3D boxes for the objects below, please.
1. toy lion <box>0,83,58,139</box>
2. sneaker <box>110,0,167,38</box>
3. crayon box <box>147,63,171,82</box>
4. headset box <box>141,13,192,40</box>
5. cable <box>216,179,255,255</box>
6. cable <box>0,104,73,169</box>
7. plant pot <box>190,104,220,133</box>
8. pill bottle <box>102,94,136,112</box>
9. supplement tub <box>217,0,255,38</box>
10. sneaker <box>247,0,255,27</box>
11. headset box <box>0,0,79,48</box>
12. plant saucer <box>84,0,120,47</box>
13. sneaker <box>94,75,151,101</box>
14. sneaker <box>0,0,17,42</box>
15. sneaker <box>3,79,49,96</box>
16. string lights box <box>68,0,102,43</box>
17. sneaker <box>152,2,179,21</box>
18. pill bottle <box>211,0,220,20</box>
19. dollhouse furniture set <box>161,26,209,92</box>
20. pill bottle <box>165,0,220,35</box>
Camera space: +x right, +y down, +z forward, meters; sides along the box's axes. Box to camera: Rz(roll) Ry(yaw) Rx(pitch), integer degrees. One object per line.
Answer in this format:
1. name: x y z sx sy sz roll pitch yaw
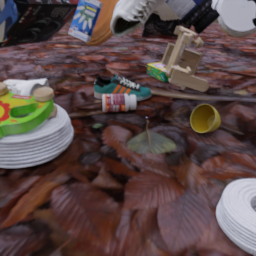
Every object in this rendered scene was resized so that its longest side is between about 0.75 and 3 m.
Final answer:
1. toy lion: -3.271 -0.308 7.173 2.269 0.779 2.175 7 37 12
2. sneaker: 0.255 -2.077 4.783 0.668 0.648 1.829 17 -14 -22
3. crayon box: 1.942 -2.995 14.917 1.156 0.567 1.946 -11 28 -22
4. headset box: 1.696 -4.781 11.702 2.032 1.055 2.731 1 -17 -6
5. cable: 2.552 1.622 5.128 1.788 0.619 1.787 13 28 26
6. cable: -2.947 0.086 7.970 2.747 0.951 2.746 15 29 29
7. plant pot: 2.554 -0.235 8.923 0.656 0.924 0.924 15 12 -39
8. pill bottle: -0.339 -0.934 10.455 1.225 0.671 0.671 -3 26 -5
9. supplement tub: 3.217 -3.254 7.885 1.352 1.352 1.859 8 17 17
10. sneaker: 3.111 -2.306 5.857 0.831 1.671 0.581 -34 3 45
11. headset box: -2.750 -3.463 8.396 1.934 1.003 2.598 -31 3 34
12. plant saucer: -1.005 -4.351 10.686 0.473 2.529 2.529 26 3 -43
13. sneaker: -0.247 -1.696 11.700 2.449 0.978 0.874 3 26 6
14. sneaker: -3.017 -2.936 6.449 0.786 2.126 0.874 45 30 26
15. sneaker: -4.142 -1.257 10.836 1.716 1.094 2.969 -4 16 -5
16. string lights box: -0.958 -2.440 6.287 0.460 0.895 0.264 24 14 2
17. sneaker: 1.697 -4.179 9.477 2.971 1.196 1.135 -2 65 -39
18. pill bottle: 3.558 -4.163 9.845 0.888 0.888 1.599 -8 36 -17
19. dollhouse furniture set: 1.919 -2.158 8.596 1.222 1.431 2.760 17 25 -5
20. pill bottle: 1.190 -2.488 5.485 0.701 1.253 0.701 -42 6 5
